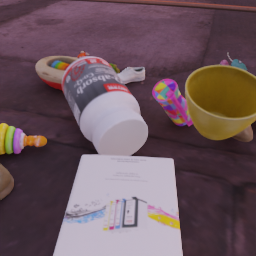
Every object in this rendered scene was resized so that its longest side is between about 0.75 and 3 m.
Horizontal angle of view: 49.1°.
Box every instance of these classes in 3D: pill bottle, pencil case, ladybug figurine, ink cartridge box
[{"bbox_3d":[-0.667,-0.586,7.573,1.636,1.636,2.824,-15,46,-20],"label":"pill bottle"},{"bbox_3d":[1.303,-0.659,7.790,0.750,1.698,0.750,-15,59,26],"label":"pencil case"},{"bbox_3d":[-2.338,-1.965,10.228,2.414,0.868,1.638,24,43,30],"label":"ladybug figurine"},{"bbox_3d":[-0.078,1.780,4.383,1.625,1.654,2.247,2,37,3],"label":"ink cartridge box"}]

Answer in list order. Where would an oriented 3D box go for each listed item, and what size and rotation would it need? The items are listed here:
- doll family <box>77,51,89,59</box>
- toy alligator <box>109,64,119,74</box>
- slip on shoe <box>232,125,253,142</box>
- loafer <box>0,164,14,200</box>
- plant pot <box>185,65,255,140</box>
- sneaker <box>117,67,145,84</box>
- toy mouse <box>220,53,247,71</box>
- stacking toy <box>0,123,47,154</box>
[{"bbox_3d":[-2.220,-2.633,11.520,1.466,0.661,0.910,-16,43,8],"label":"doll family"},{"bbox_3d":[-0.599,-2.223,11.021,0.510,0.370,1.540,-11,37,-14],"label":"toy alligator"},{"bbox_3d":[2.791,-0.223,7.959,0.816,0.650,2.146,-44,20,3],"label":"slip on shoe"},{"bbox_3d":[-3.597,1.473,5.432,1.044,0.926,2.745,22,41,27],"label":"loafer"},{"bbox_3d":[2.086,-0.430,6.387,1.701,1.207,1.701,-1,50,1],"label":"plant pot"},{"bbox_3d":[-0.030,-2.016,10.500,1.502,0.532,0.548,-16,42,-28],"label":"sneaker"},{"bbox_3d":[3.653,-2.112,9.981,1.438,1.278,0.278,22,66,45],"label":"toy mouse"},{"bbox_3d":[-3.046,0.299,7.200,1.856,1.018,1.077,5,24,-12],"label":"stacking toy"}]
